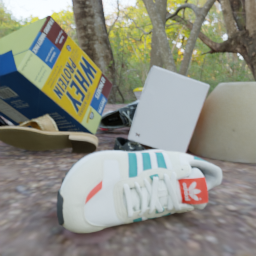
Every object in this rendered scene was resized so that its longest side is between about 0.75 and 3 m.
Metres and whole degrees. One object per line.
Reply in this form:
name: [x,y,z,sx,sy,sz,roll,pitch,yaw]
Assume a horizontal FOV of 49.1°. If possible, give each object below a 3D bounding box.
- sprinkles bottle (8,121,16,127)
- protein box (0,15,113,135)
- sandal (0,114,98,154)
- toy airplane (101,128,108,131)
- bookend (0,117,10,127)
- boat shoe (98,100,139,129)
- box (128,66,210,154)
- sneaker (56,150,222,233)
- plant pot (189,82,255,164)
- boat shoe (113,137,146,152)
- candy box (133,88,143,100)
sprinkles bottle: [-4.637,-0.324,12.980,1.670,0.570,0.570,1,7,3]
protein box: [-2.382,-1.126,7.728,2.619,1.780,2.638,-5,-35,36]
sandal: [-1.918,0.066,6.900,2.387,0.785,0.875,7,-38,-6]
toy airplane: [-0.250,-0.235,11.711,2.524,0.464,2.524,6,20,-2]
bookend: [-4.769,-0.061,9.138,1.269,1.261,0.584,-43,-14,-15]
boat shoe: [-0.007,-0.360,10.417,2.584,0.932,0.916,-17,13,28]
box: [0.966,-0.506,7.762,1.411,1.801,2.896,18,7,1]
sneaker: [0.302,0.658,3.297,1.064,0.801,2.275,-2,1,41]
plant pot: [2.908,-0.253,7.137,2.628,1.765,2.628,-1,6,0]
boat shoe: [0.059,0.514,6.102,0.555,0.458,1.616,-3,7,-26]
candy box: [0.977,-1.071,11.660,0.331,1.280,2.504,-29,14,-12]
